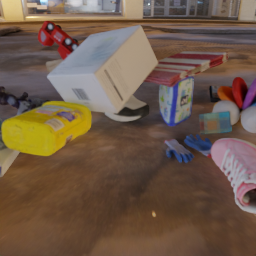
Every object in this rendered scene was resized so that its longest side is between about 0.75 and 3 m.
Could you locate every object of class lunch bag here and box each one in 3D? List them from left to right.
[{"bbox_3d":[1.499,-1.047,8.933,1.105,1.475,1.735,5,25,11],"label":"lunch bag"}]

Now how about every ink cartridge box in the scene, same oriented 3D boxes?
[{"bbox_3d":[-3.580,0.312,6.834,1.858,0.378,1.862,14,26,-6],"label":"ink cartridge box"}]

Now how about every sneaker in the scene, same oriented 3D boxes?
[{"bbox_3d":[-0.514,-1.034,9.332,2.859,1.143,1.054,21,31,34],"label":"sneaker"},{"bbox_3d":[2.310,0.910,5.597,1.147,0.826,2.195,-11,31,-32],"label":"sneaker"}]

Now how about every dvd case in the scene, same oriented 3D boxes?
[{"bbox_3d":[4.300,-1.258,10.852,2.193,0.192,1.564,6,27,12],"label":"dvd case"}]

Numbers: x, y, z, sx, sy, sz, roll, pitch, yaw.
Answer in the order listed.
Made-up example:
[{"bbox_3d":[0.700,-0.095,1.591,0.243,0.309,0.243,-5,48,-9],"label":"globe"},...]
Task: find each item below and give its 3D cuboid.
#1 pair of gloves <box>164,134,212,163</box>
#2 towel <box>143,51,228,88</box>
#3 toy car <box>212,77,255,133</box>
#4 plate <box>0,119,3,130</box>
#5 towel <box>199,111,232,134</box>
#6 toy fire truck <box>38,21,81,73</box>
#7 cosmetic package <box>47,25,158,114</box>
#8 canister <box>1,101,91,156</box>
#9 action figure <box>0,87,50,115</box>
[{"bbox_3d":[1.586,0.503,7.242,1.400,0.160,1.126,-7,26,-16],"label":"pair of gloves"},{"bbox_3d":[1.567,-1.953,8.930,2.790,0.317,2.010,-27,29,-30],"label":"towel"},{"bbox_3d":[3.599,-0.811,8.481,1.923,1.442,1.683,17,30,31],"label":"toy car"},{"bbox_3d":[-4.564,-0.043,7.321,2.436,0.311,2.436,23,33,-16],"label":"plate"},{"bbox_3d":[2.497,-0.148,8.037,0.863,0.094,0.633,-5,67,16],"label":"towel"},{"bbox_3d":[-2.448,-2.498,10.419,2.557,1.803,0.623,40,19,2],"label":"toy fire truck"},{"bbox_3d":[-0.727,-1.695,8.112,2.182,1.345,2.188,8,50,43],"label":"cosmetic package"},{"bbox_3d":[-1.983,-0.051,7.111,1.470,0.856,1.979,9,18,13],"label":"canister"},{"bbox_3d":[-3.765,-0.923,9.344,2.264,0.786,1.473,22,12,22],"label":"action figure"}]
